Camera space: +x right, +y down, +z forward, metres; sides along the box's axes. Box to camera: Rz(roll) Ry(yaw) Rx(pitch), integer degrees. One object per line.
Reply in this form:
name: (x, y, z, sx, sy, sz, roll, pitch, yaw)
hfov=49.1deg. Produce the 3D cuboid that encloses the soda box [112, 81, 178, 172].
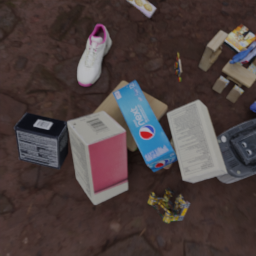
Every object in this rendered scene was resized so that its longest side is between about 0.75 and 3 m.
soda box: (0.539, -0.091, 9.325, 0.943, 0.996, 2.938, -28, 62, 6)

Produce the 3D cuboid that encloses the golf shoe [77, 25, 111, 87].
golf shoe: (-1.507, -3.071, 11.687, 1.038, 1.262, 2.757, 14, 70, 5)

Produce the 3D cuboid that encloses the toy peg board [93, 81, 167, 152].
toy peg board: (0.036, -0.318, 10.772, 2.148, 1.055, 2.157, 33, 71, 22)

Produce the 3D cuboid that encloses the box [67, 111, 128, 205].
box: (-0.903, 0.899, 8.655, 1.263, 2.318, 1.482, -20, 37, -25)

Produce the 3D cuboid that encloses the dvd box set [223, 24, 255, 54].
dvd box set: (5.025, -4.003, 12.616, 1.325, 0.195, 0.969, -39, 72, -14)

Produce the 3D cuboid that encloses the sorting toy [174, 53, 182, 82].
sorting toy: (1.934, -2.371, 10.964, 0.183, 0.522, 1.083, -6, 82, 1)

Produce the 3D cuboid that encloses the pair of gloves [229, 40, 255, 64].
pair of gloves: (4.588, -2.885, 10.472, 1.388, 1.727, 0.197, -43, 100, 1)

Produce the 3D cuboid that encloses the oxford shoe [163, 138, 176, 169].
oxford shoe: (1.648, 0.891, 10.484, 0.465, 0.485, 1.315, 18, 69, 7)

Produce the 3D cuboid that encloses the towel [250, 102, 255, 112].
towel: (6.122, -1.036, 10.265, 2.754, 0.328, 1.994, -33, 39, -21)

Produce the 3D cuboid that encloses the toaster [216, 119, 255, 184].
toaster: (4.117, 0.802, 9.769, 2.885, 1.864, 1.640, -25, 71, -9)

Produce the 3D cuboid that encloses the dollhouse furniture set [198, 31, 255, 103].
dollhouse furniture set: (4.183, -2.582, 11.344, 2.237, 1.486, 1.961, 37, 73, 14)

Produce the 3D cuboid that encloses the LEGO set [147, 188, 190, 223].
LEGO set: (1.363, 2.454, 9.324, 1.057, 1.374, 0.796, 13, 107, -28)

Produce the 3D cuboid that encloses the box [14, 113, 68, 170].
box: (-2.635, 0.412, 8.681, 1.379, 1.368, 0.850, 13, 38, 4)

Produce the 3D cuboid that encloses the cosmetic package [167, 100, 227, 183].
cosmetic package: (2.100, 0.436, 8.723, 1.178, 0.832, 2.276, -22, 64, 28)

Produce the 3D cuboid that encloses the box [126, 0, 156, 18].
box: (0.073, -4.045, 8.594, 1.742, 0.337, 0.361, 36, 106, -7)

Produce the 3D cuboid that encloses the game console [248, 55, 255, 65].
game console: (5.928, -2.893, 12.223, 1.046, 0.609, 0.920, 43, 44, 15)
